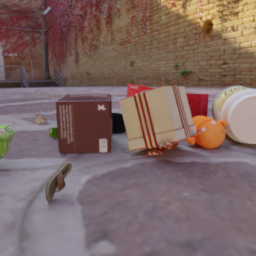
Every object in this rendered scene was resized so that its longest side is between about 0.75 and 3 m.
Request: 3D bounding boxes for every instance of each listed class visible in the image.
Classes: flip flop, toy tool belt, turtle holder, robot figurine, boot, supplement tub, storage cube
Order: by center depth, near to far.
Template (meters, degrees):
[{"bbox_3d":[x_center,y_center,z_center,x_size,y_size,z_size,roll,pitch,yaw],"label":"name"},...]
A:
[{"bbox_3d":[-1.522,1.203,6.311,0.294,0.414,1.021,15,47,20],"label":"flip flop"},{"bbox_3d":[-4.664,0.410,8.093,2.226,1.580,1.691,5,12,24],"label":"turtle holder"},{"bbox_3d":[2.931,0.136,10.611,1.362,1.104,1.894,9,10,-15],"label":"robot figurine"},{"bbox_3d":[4.769,-0.581,11.570,2.149,2.149,2.976,1,12,6],"label":"supplement tub"},{"bbox_3d":[-1.284,-0.293,13.409,2.554,0.945,2.093,-2,7,-12],"label":"boot"},{"bbox_3d":[2.890,-0.816,13.442,1.598,1.681,1.870,5,8,26],"label":"storage cube"},{"bbox_3d":[-4.779,-0.621,15.355,0.686,0.675,1.099,-5,12,-22],"label":"toy tool belt"}]

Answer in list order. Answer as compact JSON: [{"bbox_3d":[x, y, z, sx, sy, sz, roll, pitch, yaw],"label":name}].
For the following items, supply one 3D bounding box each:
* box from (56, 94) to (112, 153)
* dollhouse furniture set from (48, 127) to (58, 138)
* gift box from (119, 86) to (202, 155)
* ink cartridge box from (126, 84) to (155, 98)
[{"bbox_3d":[-1.540,-0.253,10.561,1.867,1.886,2.273,-1,12,-3],"label":"box"},{"bbox_3d":[-3.165,0.096,12.386,0.609,0.470,1.218,0,12,-5],"label":"dollhouse furniture set"},{"bbox_3d":[1.169,-0.237,9.651,2.271,2.121,2.096,-13,0,38],"label":"gift box"},{"bbox_3d":[0.899,-1.022,13.462,2.147,1.892,0.480,7,5,-10],"label":"ink cartridge box"}]
